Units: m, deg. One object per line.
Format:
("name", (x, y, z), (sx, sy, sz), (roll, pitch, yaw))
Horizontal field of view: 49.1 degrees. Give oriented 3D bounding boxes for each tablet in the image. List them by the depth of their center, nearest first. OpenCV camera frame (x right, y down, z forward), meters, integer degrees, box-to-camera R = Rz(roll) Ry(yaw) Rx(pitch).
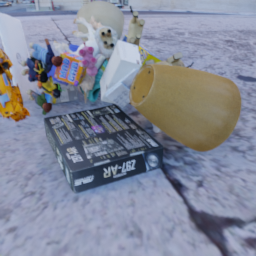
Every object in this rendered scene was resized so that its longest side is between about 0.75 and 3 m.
("tablet", (-3.837, -2.435, 9.962), (0.200, 2.926, 1.904), (-11, 12, 4))

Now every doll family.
("doll family", (-2.663, -1.581, 8.956), (0.964, 2.458, 1.420), (-32, 47, -30))

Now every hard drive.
("hard drive", (-2.205, -2.357, 10.540), (1.207, 0.232, 1.829), (20, 66, 28))

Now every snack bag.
("snack bag", (0.006, -1.066, 7.779), (1.117, 1.053, 0.120), (-38, 62, 10))

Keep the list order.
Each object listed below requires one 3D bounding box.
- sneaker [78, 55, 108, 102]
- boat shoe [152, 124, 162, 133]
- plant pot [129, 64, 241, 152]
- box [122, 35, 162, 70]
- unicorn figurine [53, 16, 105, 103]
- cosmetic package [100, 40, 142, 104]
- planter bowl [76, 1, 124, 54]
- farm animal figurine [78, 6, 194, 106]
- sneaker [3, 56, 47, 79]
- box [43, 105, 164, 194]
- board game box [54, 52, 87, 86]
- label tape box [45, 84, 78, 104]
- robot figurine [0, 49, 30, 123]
("sneaker", (-0.677, -1.996, 10.178), (1.075, 2.700, 1.046), (56, 27, 8))
("boat shoe", (0.901, -0.003, 8.250), (0.292, 0.297, 0.837), (42, 9, -13))
("plant pot", (1.230, -0.677, 6.930), (2.225, 2.073, 2.073), (19, 18, -29))
("box", (0.369, -2.619, 10.675), (0.920, 1.002, 2.860), (24, 19, -29))
("unicorn figurine", (-1.578, -2.594, 9.899), (1.919, 2.794, 1.032), (36, 2, 3))
("cosmetic package", (-0.257, -1.559, 8.100), (0.659, 1.623, 0.916), (9, 47, -20))
("planter bowl", (-1.128, -3.859, 11.347), (1.974, 1.974, 1.328), (0, 67, -1))
("farm animal figurine", (0.163, -1.957, 8.559), (2.910, 2.350, 1.463), (41, 0, -5))
("sneaker", (-5.102, -2.992, 13.490), (2.717, 1.004, 1.077), (-12, 26, -21))
("box", (-0.790, 0.341, 7.516), (2.334, 0.634, 2.914), (-13, 31, -24))
("board game box", (-1.818, -1.933, 9.137), (0.805, 0.805, 0.805), (22, 19, -1))
("label tape box", (-2.709, -1.384, 10.852), (1.424, 0.471, 1.020), (-9, 32, -15))
("robot figurine", (-2.672, -0.992, 6.023), (0.497, 1.708, 1.238), (-20, -3, -7))
